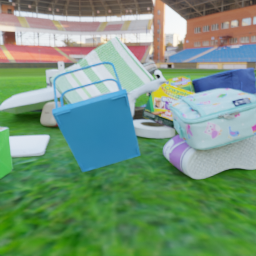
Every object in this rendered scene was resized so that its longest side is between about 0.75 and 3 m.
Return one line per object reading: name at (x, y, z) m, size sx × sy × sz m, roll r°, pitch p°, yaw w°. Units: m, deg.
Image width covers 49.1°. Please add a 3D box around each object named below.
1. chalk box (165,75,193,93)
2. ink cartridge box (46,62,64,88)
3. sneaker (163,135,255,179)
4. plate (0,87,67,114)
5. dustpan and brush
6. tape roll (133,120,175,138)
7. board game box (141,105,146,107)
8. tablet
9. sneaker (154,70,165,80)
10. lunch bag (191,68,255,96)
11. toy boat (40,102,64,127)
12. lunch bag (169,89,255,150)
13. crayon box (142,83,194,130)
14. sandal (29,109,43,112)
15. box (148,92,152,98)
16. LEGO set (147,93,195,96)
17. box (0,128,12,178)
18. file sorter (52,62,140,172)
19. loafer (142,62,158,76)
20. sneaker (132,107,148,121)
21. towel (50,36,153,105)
chalk box at (1.762, -1.002, 9.863) m, size 1.090 × 1.098 × 1.759 m, roll -10°, pitch 25°, yaw 15°
ink cartridge box at (-3.868, -2.480, 15.033) m, size 0.711 × 2.095 × 1.215 m, roll 0°, pitch 13°, yaw 1°
sneaker at (1.794, 0.344, 5.693) m, size 2.254 × 0.817 × 1.285 m, roll -5°, pitch 11°, yaw -20°
plate at (-2.948, -1.073, 10.223) m, size 2.899 × 0.469 × 2.893 m, roll -14°, pitch 3°, yaw -12°
dustpan and brush at (-0.145, -0.607, 6.953) m, size 2.377 × 0.680 × 1.659 m, roll -13°, pitch -19°, yaw 26°
tape roll at (0.690, 0.017, 8.120) m, size 1.363 × 0.249 × 1.363 m, roll 3°, pitch 12°, yaw -1°
board game box at (1.490, -0.812, 11.686) m, size 1.533 × 0.334 × 1.540 m, roll 6°, pitch 15°, yaw 25°
tablet at (-3.140, 0.440, 6.687) m, size 2.329 × 0.159 × 1.515 m, roll -2°, pitch 13°, yaw -10°
sneaker at (1.279, -1.805, 10.915) m, size 0.329 × 0.878 × 0.437 m, roll -31°, pitch 15°, yaw 23°
lunch bag at (3.624, -1.126, 10.147) m, size 1.745 × 1.699 × 2.568 m, roll -9°, pitch 4°, yaw 45°
toy boat at (-2.273, -0.386, 8.999) m, size 0.789 × 0.788 × 1.207 m, roll 18°, pitch -10°, yaw -40°
lunch bag at (1.535, -0.235, 5.225) m, size 1.430 × 0.687 × 1.783 m, roll -12°, pitch 14°, yaw 0°
crayon box at (1.247, -0.609, 7.935) m, size 1.355 × 0.395 × 1.169 m, roll 21°, pitch 60°, yaw 10°
sandal at (-3.784, -0.878, 12.002) m, size 1.550 × 0.332 × 0.589 m, roll -2°, pitch 13°, yaw -10°
box at (1.062, -1.315, 10.936) m, size 0.477 × 0.757 × 0.770 m, roll -7°, pitch -5°, yaw -2°
LEGO set at (2.302, -2.025, 14.687) m, size 2.664 × 0.992 × 1.226 m, roll 8°, pitch 15°, yaw -3°
box at (-3.097, 0.588, 4.415) m, size 1.636 × 0.896 × 1.854 m, roll 4°, pitch 14°, yaw 10°
file sorter at (-0.508, -0.168, 4.580) m, size 1.043 × 1.503 × 0.922 m, roll -16°, pitch 50°, yaw -3°
loafer at (0.099, -1.705, 11.978) m, size 2.919 × 0.918 × 1.049 m, roll -32°, pitch -16°, yaw -3°
sneaker at (-0.014, -0.338, 9.153) m, size 2.235 × 0.787 × 0.844 m, roll 2°, pitch -5°, yaw -17°
towel at (-0.712, -1.426, 8.449) m, size 2.617 × 1.996 × 0.306 m, roll -41°, pitch -1°, yaw -21°
